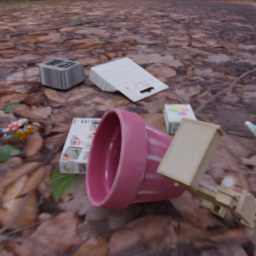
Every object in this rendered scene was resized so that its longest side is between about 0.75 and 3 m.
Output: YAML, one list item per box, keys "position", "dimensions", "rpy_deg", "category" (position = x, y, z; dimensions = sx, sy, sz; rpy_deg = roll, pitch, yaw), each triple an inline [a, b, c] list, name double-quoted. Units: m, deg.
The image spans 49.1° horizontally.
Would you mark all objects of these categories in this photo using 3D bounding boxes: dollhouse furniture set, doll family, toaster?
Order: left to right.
- position: [-3.647, 0.110, 9.381]
  dimensions: [0.861, 0.625, 1.387]
  rpy_deg: [-14, 15, -9]
  category: "doll family"
- position: [-3.156, -2.502, 13.137]
  dimensions: [1.630, 1.070, 1.803]
  rpy_deg: [16, 35, 26]
  category: "toaster"
- position: [1.880, 1.025, 5.480]
  dimensions: [1.332, 2.569, 1.137]
  rpy_deg: [17, 73, 43]
  category: "dollhouse furniture set"

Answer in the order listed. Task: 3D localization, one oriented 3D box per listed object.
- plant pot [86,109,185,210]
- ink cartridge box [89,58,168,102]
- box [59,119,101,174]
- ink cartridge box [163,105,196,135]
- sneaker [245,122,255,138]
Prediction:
- position: [0.294, 0.834, 6.563]
  dimensions: [1.982, 2.214, 2.214]
  rpy_deg: [14, 25, -22]
  category: "plant pot"
- position: [-0.011, -2.126, 13.173]
  dimensions: [2.411, 0.847, 2.967]
  rpy_deg: [-26, 59, -37]
  category: "ink cartridge box"
- position: [-1.229, 0.480, 8.756]
  dimensions: [1.358, 0.428, 2.467]
  rpy_deg: [2, 31, 0]
  category: "box"
- position: [1.824, -0.434, 10.183]
  dimensions: [0.943, 0.539, 1.817]
  rpy_deg: [0, 31, 0]
  category: "ink cartridge box"
- position: [3.992, 0.059, 8.655]
  dimensions: [0.402, 0.981, 0.362]
  rpy_deg: [-46, 25, 8]
  category: "sneaker"
